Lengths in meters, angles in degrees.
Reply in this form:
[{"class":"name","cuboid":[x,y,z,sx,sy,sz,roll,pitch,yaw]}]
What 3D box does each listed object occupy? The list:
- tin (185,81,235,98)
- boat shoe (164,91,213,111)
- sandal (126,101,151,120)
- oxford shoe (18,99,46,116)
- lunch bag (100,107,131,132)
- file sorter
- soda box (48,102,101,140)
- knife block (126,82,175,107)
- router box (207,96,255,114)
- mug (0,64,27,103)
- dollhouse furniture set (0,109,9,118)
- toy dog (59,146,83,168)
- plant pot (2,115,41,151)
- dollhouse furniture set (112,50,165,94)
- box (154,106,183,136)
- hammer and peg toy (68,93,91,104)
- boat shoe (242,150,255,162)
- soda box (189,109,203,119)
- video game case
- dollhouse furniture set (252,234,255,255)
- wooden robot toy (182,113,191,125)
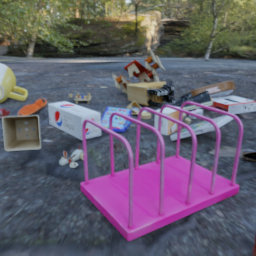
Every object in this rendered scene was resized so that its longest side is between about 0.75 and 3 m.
[{"class":"tin","cuboid":[3.831,-1.623,13.164,2.394,0.501,1.340,-14,-14,3]},{"class":"boat shoe","cuboid":[2.524,-1.122,12.087,2.347,0.731,0.876,-12,6,-12]},{"class":"sandal","cuboid":[0.336,-0.823,11.758,0.642,0.576,1.751,-14,22,-35]},{"class":"oxford shoe","cuboid":[-4.007,-0.720,11.816,0.479,0.490,1.344,42,52,19]},{"class":"lunch bag","cuboid":[-0.478,-0.207,10.021,0.958,0.599,1.273,7,28,12]},{"class":"file sorter","cuboid":[0.644,0.542,5.612,2.735,1.715,1.901,-11,21,-31]},{"class":"soda box","cuboid":[-1.920,-0.311,9.769,0.759,0.812,2.383,-15,23,-38]},{"class":"knife block","cuboid":[0.902,-1.546,13.058,2.716,0.869,2.385,0,16,21]},{"class":"router box","cuboid":[4.671,-1.052,12.736,1.726,0.422,1.549,-8,19,-24]},{"class":"mug","cuboid":[-6.462,-2.151,14.031,2.389,1.913,1.961,-12,28,-13]},{"class":"dollhouse furniture set","cuboid":[-5.214,-0.660,11.484,0.553,0.418,1.028,1,17,-3]},{"class":"toy dog","cuboid":[-1.433,0.704,7.309,0.515,0.376,0.780,6,19,18]},{"class":"plant pot","cuboid":[-3.116,0.104,8.396,0.992,0.991,0.878,-4,7,-11]},{"class":"dollhouse furniture set","cuboid":[0.740,-3.113,15.932,2.620,1.350,2.592,-30,-26,23]},{"class":"box","cuboid":[1.410,-0.272,9.694,0.546,0.782,1.027,14,23,37]},{"class":"hammer and peg toy","cuboid":[-2.449,-1.474,14.124,1.137,0.401,0.836,-1,19,-4]},{"class":"boat shoe","cuboid":[3.422,0.758,7.216,0.925,0.334,0.335,-1,8,30]},{"class":"soda box","cuboid":[2.801,-0.579,11.529,0.240,0.259,0.758,15,24,39]},{"class":"video game case","cuboid":[2.371,-0.024,8.868,1.527,0.184,1.675,-18,2,41]},{"class":"dollhouse furniture set","cuboid":[2.387,1.727,4.005,1.061,0.432,0.571,-7,19,-22]},{"class":"wooden robot toy","cuboid":[1.983,-0.490,10.756,1.116,0.492,0.506,21,33,41]}]
